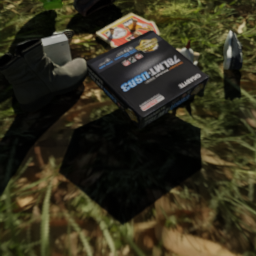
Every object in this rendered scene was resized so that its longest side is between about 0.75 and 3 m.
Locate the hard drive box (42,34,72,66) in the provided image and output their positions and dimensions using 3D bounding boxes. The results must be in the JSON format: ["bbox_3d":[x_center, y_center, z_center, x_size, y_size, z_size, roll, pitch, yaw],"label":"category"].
[{"bbox_3d":[-2.513,-2.551,9.814,0.930,1.193,0.458,-20,53,-17],"label":"hard drive box"}]

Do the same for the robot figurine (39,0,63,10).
[{"bbox_3d":[-3.395,-6.320,12.254,1.398,2.417,2.120,0,89,-24],"label":"robot figurine"}]

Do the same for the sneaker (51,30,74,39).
[{"bbox_3d":[-2.706,-3.870,11.496,0.975,0.375,0.432,-14,45,-14],"label":"sneaker"}]

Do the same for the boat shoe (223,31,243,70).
[{"bbox_3d":[3.917,-2.844,10.399,0.605,0.758,2.005,11,58,7],"label":"boat shoe"}]

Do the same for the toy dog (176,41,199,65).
[{"bbox_3d":[1.981,-2.293,9.763,1.264,0.923,1.917,-3,49,0],"label":"toy dog"}]

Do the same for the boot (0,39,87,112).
[{"bbox_3d":[-2.473,-1.931,8.761,0.981,1.892,2.897,27,54,32],"label":"boot"}]

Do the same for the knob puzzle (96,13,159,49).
[{"bbox_3d":[0.219,-3.889,11.415,2.632,0.365,2.632,-1,52,1],"label":"knob puzzle"}]

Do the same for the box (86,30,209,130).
[{"bbox_3d":[0.565,-1.626,8.674,2.737,0.680,2.717,-31,61,-21],"label":"box"}]

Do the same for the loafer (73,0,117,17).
[{"bbox_3d":[-1.113,-5.915,12.909,2.840,1.021,0.894,-31,69,-15],"label":"loafer"}]
